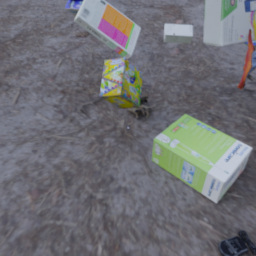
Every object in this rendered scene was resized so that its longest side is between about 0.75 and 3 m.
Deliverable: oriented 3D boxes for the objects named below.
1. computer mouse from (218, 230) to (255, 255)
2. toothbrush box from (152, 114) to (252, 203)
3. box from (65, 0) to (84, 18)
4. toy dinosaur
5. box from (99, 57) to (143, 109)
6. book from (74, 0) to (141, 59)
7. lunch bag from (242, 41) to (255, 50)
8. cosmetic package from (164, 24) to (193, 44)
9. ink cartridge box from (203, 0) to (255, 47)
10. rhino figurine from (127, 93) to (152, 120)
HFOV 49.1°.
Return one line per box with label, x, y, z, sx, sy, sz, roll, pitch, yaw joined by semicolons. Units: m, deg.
computer mouse;2.556;2.871;6.653;1.013;0.267;0.701;-4;39;-23
toothbrush box;2.132;0.804;8.373;2.329;1.003;1.696;30;49;31
box;-1.473;-4.467;11.292;1.331;2.235;0.464;19;88;34
toy dinosaur;2.775;-1.451;6.496;1.150;0.665;1.267;-35;80;-25
box;-0.156;-1.226;7.938;0.686;1.125;1.083;0;75;30
book;-0.604;-3.227;8.848;1.999;0.480;1.336;31;53;-25
lunch bag;4.315;-3.072;9.265;1.386;1.039;1.630;5;13;-35
cosmetic package;1.624;-3.058;9.102;0.898;0.364;0.507;1;64;2
ink cartridge box;2.785;-2.771;6.878;1.711;1.243;0.748;-14;26;-19
rhino figurine;0.296;-1.006;10.704;0.916;0.626;2.095;-21;47;-10
